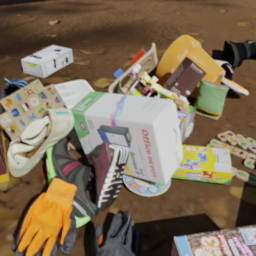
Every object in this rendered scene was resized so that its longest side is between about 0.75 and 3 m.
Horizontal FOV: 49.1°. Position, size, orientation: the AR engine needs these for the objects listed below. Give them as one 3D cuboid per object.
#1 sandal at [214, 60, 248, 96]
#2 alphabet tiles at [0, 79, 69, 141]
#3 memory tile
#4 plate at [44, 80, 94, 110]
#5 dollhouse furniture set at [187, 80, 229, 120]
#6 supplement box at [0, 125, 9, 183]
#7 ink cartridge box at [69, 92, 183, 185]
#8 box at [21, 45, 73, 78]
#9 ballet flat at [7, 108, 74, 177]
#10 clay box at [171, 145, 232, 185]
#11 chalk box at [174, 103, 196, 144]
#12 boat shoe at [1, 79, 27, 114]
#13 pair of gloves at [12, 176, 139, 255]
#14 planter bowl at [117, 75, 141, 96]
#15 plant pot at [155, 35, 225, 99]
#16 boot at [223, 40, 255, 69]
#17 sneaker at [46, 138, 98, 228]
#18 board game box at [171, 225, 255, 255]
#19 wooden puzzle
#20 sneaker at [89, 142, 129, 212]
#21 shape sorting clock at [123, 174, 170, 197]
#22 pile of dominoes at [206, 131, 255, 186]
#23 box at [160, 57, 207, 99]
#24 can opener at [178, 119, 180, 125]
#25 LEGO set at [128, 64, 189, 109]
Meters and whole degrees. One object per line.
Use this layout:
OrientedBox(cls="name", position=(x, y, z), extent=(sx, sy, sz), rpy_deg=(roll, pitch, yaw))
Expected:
OrientedBox(cls="sandal", position=(4.371, -2.407, 12.458), extent=(1.135, 0.849, 2.962), rpy_deg=(13, 25, -38))
OrientedBox(cls="alphabet tiles", position=(-3.019, -0.447, 9.165), extent=(0.070, 1.841, 2.213), rpy_deg=(-6, 29, 50))
OrientedBox(cls="memory tile", position=(-2.134, 0.299, 9.732), extent=(2.147, 0.180, 1.646), rpy_deg=(-13, 38, -16))
OrientedBox(cls="plate", position=(-2.514, -1.265, 11.670), extent=(2.630, 0.426, 2.636), rpy_deg=(-19, 40, -23))
OrientedBox(cls="dollhouse furniture set", position=(2.489, -1.053, 10.537), extent=(2.066, 1.353, 1.037), rpy_deg=(21, 38, 28))
OrientedBox(cls="supplement box", position=(-4.901, -0.175, 8.016), extent=(1.951, 2.938, 2.898), rpy_deg=(-15, 39, -19))
OrientedBox(cls="ink cartridge box", position=(-0.046, 0.204, 7.816), extent=(2.783, 2.022, 1.218), rpy_deg=(9, 40, 32))
OrientedBox(cls="box", position=(-4.101, -3.452, 14.412), extent=(1.377, 0.710, 2.361), rpy_deg=(19, 40, 24))
OrientedBox(cls="ballet flat", position=(-2.662, 0.377, 7.568), extent=(0.917, 2.942, 0.992), rpy_deg=(5, 49, -58))
OrientedBox(cls="clay box", position=(1.989, 1.033, 8.301), extent=(1.961, 0.467, 1.127), rpy_deg=(4, 33, 13))
OrientedBox(cls="chalk box", position=(1.269, -0.012, 9.335), extent=(1.139, 1.145, 1.840), rpy_deg=(25, 42, 30))
OrientedBox(cls="boat shoe", position=(-4.557, -1.440, 11.463), extent=(1.145, 0.934, 2.721), rpy_deg=(-10, 37, -14))
OrientedBox(cls="pair of gloves", position=(-0.946, 2.324, 5.885), extent=(2.580, 0.319, 2.298), rpy_deg=(31, 37, -8))
OrientedBox(cls="planter bowl", position=(-0.040, -1.320, 9.664), extent=(0.814, 0.548, 0.814), rpy_deg=(11, 65, -26))
OrientedBox(cls="plant pot", position=(2.709, -2.296, 11.734), extent=(2.155, 2.354, 2.354), rpy_deg=(39, 49, 21))
OrientedBox(cls="boot", position=(6.312, -3.950, 14.751), extent=(2.198, 1.106, 2.940), rpy_deg=(6, 36, 8))
OrientedBox(cls="sneaker", position=(-1.536, 1.380, 7.626), extent=(1.222, 1.120, 2.918), rpy_deg=(-8, 47, -20))
OrientedBox(cls="board game box", position=(1.913, 2.756, 5.055), extent=(2.144, 1.709, 1.038), rpy_deg=(-5, 36, -8))
OrientedBox(cls="wooden puzzle", position=(0.162, -2.102, 10.721), extent=(0.547, 2.361, 2.187), rpy_deg=(45, 5, 7))
OrientedBox(cls="sneaker", position=(-0.679, 1.199, 7.382), extent=(1.035, 1.792, 0.678), rpy_deg=(23, 7, 33))
OrientedBox(cls="shape sorting clock", position=(0.536, 1.438, 8.090), extent=(1.377, 0.270, 1.377), rpy_deg=(0, 36, 0))
OrientedBox(cls="pile of dominoes", position=(3.831, 0.836, 8.785), extent=(2.683, 0.427, 2.091), rpy_deg=(24, 43, 28))
OrientedBox(cls="box", position=(1.930, -1.613, 10.082), extent=(0.825, 1.647, 0.617), rpy_deg=(29, 17, -29))
OrientedBox(cls="can opener", position=(0.980, -0.396, 8.435), extent=(0.456, 0.362, 1.373), rpy_deg=(-8, 38, -45))
OrientedBox(cls="LEGO set", position=(0.848, -1.089, 9.111), extent=(2.165, 0.996, 0.806), rpy_deg=(38, 83, 2))
